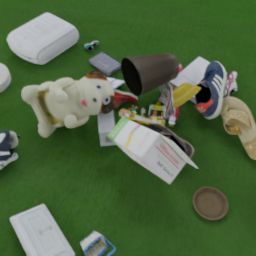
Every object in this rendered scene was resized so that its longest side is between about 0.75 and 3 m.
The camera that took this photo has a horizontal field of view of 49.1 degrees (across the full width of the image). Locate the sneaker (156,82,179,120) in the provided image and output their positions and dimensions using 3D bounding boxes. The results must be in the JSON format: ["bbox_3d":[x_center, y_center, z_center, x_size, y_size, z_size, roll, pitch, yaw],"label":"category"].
[{"bbox_3d":[1.479,-1.169,11.330,0.803,0.761,1.956,-8,52,-4],"label":"sneaker"}]

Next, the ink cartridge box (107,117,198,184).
[{"bbox_3d":[0.658,0.726,8.547,0.895,1.557,2.658,-51,33,-8],"label":"ink cartridge box"}]

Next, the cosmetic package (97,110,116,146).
[{"bbox_3d":[-0.830,-0.264,10.543,0.614,0.874,1.724,-6,51,-4],"label":"cosmetic package"}]

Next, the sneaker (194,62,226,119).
[{"bbox_3d":[3.154,-1.717,11.112,1.127,1.000,2.668,27,58,-28],"label":"sneaker"}]

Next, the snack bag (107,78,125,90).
[{"bbox_3d":[-0.817,-1.918,12.003,1.122,0.120,1.058,15,33,26],"label":"snack bag"}]

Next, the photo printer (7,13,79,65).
[{"bbox_3d":[-4.202,-4.303,13.628,2.370,0.989,2.849,32,59,21],"label":"photo printer"}]

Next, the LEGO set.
[{"bbox_3d":[0.690,-0.561,10.207,2.083,0.958,0.775,11,83,-6],"label":"LEGO set"}]

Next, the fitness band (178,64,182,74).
[{"bbox_3d":[1.988,-2.468,12.390,0.201,0.773,1.076,52,42,-17],"label":"fitness band"}]

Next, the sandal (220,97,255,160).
[{"bbox_3d":[3.961,-0.135,10.147,0.941,1.049,2.860,8,48,-39],"label":"sandal"}]

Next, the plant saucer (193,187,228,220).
[{"bbox_3d":[2.601,2.408,8.903,1.109,0.163,1.109,0,53,0],"label":"plant saucer"}]

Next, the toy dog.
[{"bbox_3d":[-1.827,-0.959,10.159,2.804,1.956,2.718,-10,11,27],"label":"toy dog"}]

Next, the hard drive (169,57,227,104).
[{"bbox_3d":[3.076,-2.138,12.315,1.532,0.310,2.322,38,60,20],"label":"hard drive"}]

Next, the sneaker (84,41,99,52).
[{"bbox_3d":[-1.753,-4.029,13.839,0.762,0.318,0.460,-23,50,-7],"label":"sneaker"}]

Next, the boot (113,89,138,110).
[{"bbox_3d":[-0.226,-1.050,11.517,1.163,0.421,0.839,14,66,3],"label":"boot"}]

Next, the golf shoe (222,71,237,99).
[{"bbox_3d":[4.359,-1.792,11.982,0.706,0.556,1.532,29,66,16],"label":"golf shoe"}]

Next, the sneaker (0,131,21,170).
[{"bbox_3d":[-4.776,0.388,9.946,1.668,1.023,2.563,-26,56,-20],"label":"sneaker"}]

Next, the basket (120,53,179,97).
[{"bbox_3d":[0.926,-2.197,10.974,1.900,1.292,1.713,-18,62,-23],"label":"basket"}]

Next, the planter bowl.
[{"bbox_3d":[1.953,-1.270,9.994,1.180,1.180,0.492,-42,98,-28],"label":"planter bowl"}]

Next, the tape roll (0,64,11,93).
[{"bbox_3d":[-6.246,-2.134,12.332,2.030,0.371,2.030,0,52,-1],"label":"tape roll"}]

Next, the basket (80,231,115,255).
[{"bbox_3d":[-0.860,3.372,7.796,0.782,0.617,0.887,-32,28,-22],"label":"basket"}]

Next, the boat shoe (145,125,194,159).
[{"bbox_3d":[1.328,0.392,9.696,2.032,0.745,0.757,27,90,29],"label":"boat shoe"}]

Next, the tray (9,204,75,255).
[{"bbox_3d":[-2.456,3.017,7.927,1.097,0.227,2.044,-16,44,-37],"label":"tray"}]

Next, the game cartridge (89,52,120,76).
[{"bbox_3d":[-1.078,-2.989,13.099,1.366,0.262,0.885,38,65,26],"label":"game cartridge"}]
